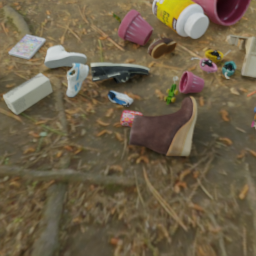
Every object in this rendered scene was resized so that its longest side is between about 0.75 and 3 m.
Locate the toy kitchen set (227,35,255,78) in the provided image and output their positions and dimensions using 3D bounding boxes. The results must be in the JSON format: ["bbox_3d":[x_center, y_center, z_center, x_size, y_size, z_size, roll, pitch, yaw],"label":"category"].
[{"bbox_3d":[5.249,-3.315,12.972,1.532,1.694,1.878,11,13,5],"label":"toy kitchen set"}]

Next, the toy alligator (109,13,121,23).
[{"bbox_3d":[-0.647,-5.948,14.997,0.203,0.847,0.281,-52,35,10],"label":"toy alligator"}]

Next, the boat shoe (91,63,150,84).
[{"bbox_3d":[-0.335,-2.371,12.260,2.588,0.929,0.875,-1,96,-12],"label":"boat shoe"}]

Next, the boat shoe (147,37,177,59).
[{"bbox_3d":[1.434,-3.767,12.978,0.790,0.791,2.246,38,35,15],"label":"boat shoe"}]

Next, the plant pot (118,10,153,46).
[{"bbox_3d":[0.445,-4.782,13.721,1.327,1.483,1.483,34,58,6],"label":"plant pot"}]

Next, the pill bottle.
[{"bbox_3d":[2.656,-5.736,14.203,1.603,1.603,2.934,-26,54,-19],"label":"pill bottle"}]

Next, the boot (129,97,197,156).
[{"bbox_3d":[1.303,-0.281,10.279,2.205,0.959,2.651,13,59,3],"label":"boot"}]

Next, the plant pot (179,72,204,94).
[{"bbox_3d":[2.693,-1.849,11.763,0.808,0.902,0.902,9,51,-13],"label":"plant pot"}]

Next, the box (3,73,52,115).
[{"bbox_3d":[-4.053,-1.401,11.441,0.625,0.752,1.829,35,59,25],"label":"box"}]

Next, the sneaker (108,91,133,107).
[{"bbox_3d":[-0.313,-1.234,11.583,1.152,0.432,0.499,29,38,21],"label":"sneaker"}]

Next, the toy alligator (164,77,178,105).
[{"bbox_3d":[1.864,-1.495,11.631,0.435,0.316,1.313,14,76,31],"label":"toy alligator"}]

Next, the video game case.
[{"bbox_3d":[-4.967,-4.015,13.847,1.123,0.141,1.568,16,54,12],"label":"video game case"}]

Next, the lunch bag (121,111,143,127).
[{"bbox_3d":[0.152,-0.378,10.919,0.820,0.336,0.722,9,48,8],"label":"lunch bag"}]

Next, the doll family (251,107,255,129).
[{"bbox_3d":[5.296,-0.402,10.703,0.826,0.600,1.331,21,54,9],"label":"doll family"}]

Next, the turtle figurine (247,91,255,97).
[{"bbox_3d":[5.937,-0.911,11.088,2.179,0.702,1.757,-10,59,-7],"label":"turtle figurine"}]

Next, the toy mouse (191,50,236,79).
[{"bbox_3d":[3.992,-2.713,12.534,2.300,0.445,2.044,-4,51,-17],"label":"toy mouse"}]

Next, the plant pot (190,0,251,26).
[{"bbox_3d":[4.711,-7.001,14.821,2.675,2.675,2.395,-27,41,-20],"label":"plant pot"}]

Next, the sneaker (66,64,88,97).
[{"bbox_3d":[-2.215,-1.947,11.388,0.647,1.603,0.613,10,40,-33],"label":"sneaker"}]

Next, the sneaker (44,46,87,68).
[{"bbox_3d":[-2.879,-3.419,13.017,1.916,0.706,1.107,-4,55,-1],"label":"sneaker"}]
